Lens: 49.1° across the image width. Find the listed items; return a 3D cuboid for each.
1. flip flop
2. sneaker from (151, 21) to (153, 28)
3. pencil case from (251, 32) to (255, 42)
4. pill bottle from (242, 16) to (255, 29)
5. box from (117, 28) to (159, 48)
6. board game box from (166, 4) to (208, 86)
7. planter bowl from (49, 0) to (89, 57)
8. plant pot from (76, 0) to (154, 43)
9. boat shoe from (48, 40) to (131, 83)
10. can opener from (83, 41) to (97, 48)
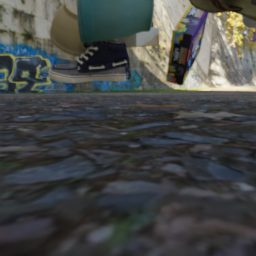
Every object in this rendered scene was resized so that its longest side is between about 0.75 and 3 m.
[{"bbox_3d":[2.347,-2.927,6.240,2.290,0.929,0.659,34,28,31],"label":"flip flop"},{"bbox_3d":[0.716,-4.092,11.123,0.710,0.821,1.876,-23,26,27],"label":"sneaker"},{"bbox_3d":[4.044,-2.562,8.267,0.829,0.354,0.348,15,42,-22],"label":"pencil case"},{"bbox_3d":[3.318,-3.456,7.026,1.007,1.685,1.007,-9,50,11],"label":"pill bottle"},{"bbox_3d":[0.375,-3.106,9.620,0.765,0.626,1.611,7,19,34],"label":"box"},{"bbox_3d":[2.359,-3.344,10.964,0.763,2.226,2.693,19,51,15],"label":"board game box"},{"bbox_3d":[-1.562,-3.418,9.083,1.865,1.865,1.255,-3,-32,-21],"label":"planter bowl"},{"bbox_3d":[-0.195,-2.103,4.741,1.209,1.287,1.287,0,9,-3],"label":"plant pot"},{"bbox_3d":[-1.220,-2.165,8.868,2.647,1.227,0.988,-3,34,-6],"label":"boat shoe"},{"bbox_3d":[-0.747,-2.964,8.465,1.589,0.625,0.504,-48,16,-22],"label":"can opener"}]
